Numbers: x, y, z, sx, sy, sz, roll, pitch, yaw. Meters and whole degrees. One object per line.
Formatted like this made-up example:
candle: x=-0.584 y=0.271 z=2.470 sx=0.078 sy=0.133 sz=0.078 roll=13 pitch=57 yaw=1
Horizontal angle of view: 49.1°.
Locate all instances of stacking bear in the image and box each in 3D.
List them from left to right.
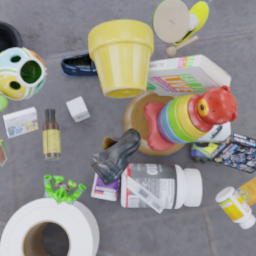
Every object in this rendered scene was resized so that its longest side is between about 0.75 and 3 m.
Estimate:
stacking bear: x=1.972 y=-0.358 z=8.587 sx=1.590 sy=2.796 sz=1.698 roll=3 pitch=74 yaw=-35

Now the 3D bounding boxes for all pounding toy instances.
pounding toy: x=1.310 y=-3.256 z=8.968 sx=1.272 sy=0.764 sz=1.647 roll=-37 pitch=121 yaw=-4

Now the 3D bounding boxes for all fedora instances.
fedora: x=-5.485 y=-2.933 z=11.342 sx=2.784 sy=1.272 sz=2.784 roll=0 pitch=79 yaw=-2

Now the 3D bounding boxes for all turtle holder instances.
turtle holder: x=-3.228 y=-1.457 z=7.961 sx=1.938 sy=1.376 sz=1.472 roll=-32 pitch=116 yaw=-38

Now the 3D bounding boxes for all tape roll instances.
tape roll: x=-2.452 y=3.776 z=9.312 sx=2.842 sy=1.951 sz=2.842 roll=0 pitch=75 yaw=-1

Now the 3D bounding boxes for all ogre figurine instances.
ogre figurine: x=-1.605 y=1.512 z=6.777 sx=1.014 sy=0.497 sz=0.608 roll=33 pitch=40 yaw=-17

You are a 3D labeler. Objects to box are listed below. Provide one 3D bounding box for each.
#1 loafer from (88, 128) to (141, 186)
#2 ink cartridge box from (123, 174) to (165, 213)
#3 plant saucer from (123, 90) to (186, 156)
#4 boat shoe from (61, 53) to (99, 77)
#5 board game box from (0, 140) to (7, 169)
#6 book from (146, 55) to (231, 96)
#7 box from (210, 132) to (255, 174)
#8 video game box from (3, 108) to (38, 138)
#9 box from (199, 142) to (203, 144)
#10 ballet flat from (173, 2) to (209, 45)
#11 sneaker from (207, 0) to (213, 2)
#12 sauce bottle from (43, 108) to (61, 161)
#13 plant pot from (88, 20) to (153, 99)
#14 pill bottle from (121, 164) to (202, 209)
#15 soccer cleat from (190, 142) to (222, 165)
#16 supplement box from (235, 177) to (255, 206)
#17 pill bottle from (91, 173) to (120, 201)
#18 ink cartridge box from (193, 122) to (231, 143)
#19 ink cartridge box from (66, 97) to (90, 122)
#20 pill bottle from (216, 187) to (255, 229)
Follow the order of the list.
loafer: x=-0.301 y=0.537 z=7.907 sx=0.888 sy=2.439 sz=0.882 roll=-38 pitch=100 yaw=28
ink cartridge box: x=0.293 y=1.587 z=6.947 sx=0.910 sy=1.136 sz=0.269 roll=41 pitch=79 yaw=-22
plant saucer: x=1.117 y=-0.347 z=10.809 sx=2.831 sy=0.501 sz=2.831 roll=-4 pitch=72 yaw=12
boat shoe: x=-1.404 y=-2.591 z=11.470 sx=2.679 sy=0.919 sz=1.127 roll=-15 pitch=76 yaw=-4
board game box: x=-4.213 y=0.943 z=8.981 sx=0.230 sy=1.536 sz=0.734 roll=-8 pitch=109 yaw=-7
book: x=1.546 y=-1.610 z=8.865 sx=2.689 sy=1.797 sz=0.646 roll=5 pitch=76 yaw=47
box: x=2.847 y=0.655 z=6.985 sx=1.167 sy=1.176 sz=0.292 roll=19 pitch=57 yaw=0
video game box: x=-3.001 y=-0.143 z=7.885 sx=0.854 sy=0.778 sz=0.200 roll=-21 pitch=54 yaw=-28
box: x=3.253 y=0.197 z=11.098 sx=1.079 sy=0.270 sz=0.406 roll=-28 pitch=78 yaw=-8
ballet flat: x=2.155 y=-3.595 z=9.981 sx=0.669 sy=2.002 sz=0.671 roll=46 pitch=68 yaw=1
sneaker: x=2.635 y=-4.317 z=8.241 sx=0.453 sy=1.137 sz=0.441 roll=-20 pitch=56 yaw=-37
sauce bottle: x=-2.657 y=0.213 z=9.697 sx=0.581 sy=0.581 sz=1.797 roll=-5 pitch=74 yaw=-1
plant pot: x=-0.159 y=-1.853 z=8.154 sx=1.898 sy=1.898 sz=1.785 roll=-5 pitch=83 yaw=-1
pill bottle: x=1.119 y=2.069 z=9.966 sx=2.694 sy=1.534 sz=1.534 roll=2 pitch=76 yaw=0
soccer cleat: x=3.415 y=0.951 z=10.716 sx=2.033 sy=0.657 sz=0.850 roll=4 pitch=71 yaw=1
supplement box: x=3.819 y=2.055 z=8.770 sx=1.636 sy=0.563 sz=0.544 roll=-44 pitch=51 yaw=23
pill bottle: x=-0.755 y=1.777 z=10.351 sx=0.939 sy=0.939 sz=1.685 roll=10 pitch=76 yaw=2
ink cartridge box: x=3.105 y=-0.149 z=10.883 sx=1.618 sy=0.352 sz=1.404 roll=1 pitch=75 yaw=1
ink cartridge box: x=-1.956 y=-0.710 z=11.020 sx=0.630 sy=0.863 sz=0.633 roll=-24 pitch=77 yaw=-6
pill bottle: x=3.006 y=2.236 z=7.794 sx=0.604 sy=0.604 sz=1.070 roll=-39 pitch=85 yaw=-9
